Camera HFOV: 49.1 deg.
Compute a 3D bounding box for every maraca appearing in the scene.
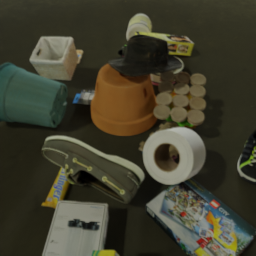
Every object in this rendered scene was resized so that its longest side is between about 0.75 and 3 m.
[{"bbox_3d":[1.732,-0.658,9.198,1.325,1.034,1.933,23,39,9],"label":"maraca"}]

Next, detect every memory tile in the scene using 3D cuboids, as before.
[{"bbox_3d":[1.659,-1.000,8.793,1.548,0.170,2.019,8,56,8],"label":"memory tile"}]

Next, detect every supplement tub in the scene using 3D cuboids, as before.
[{"bbox_3d":[0.562,-4.816,13.768,1.171,1.171,1.615,4,43,5],"label":"supplement tub"}]

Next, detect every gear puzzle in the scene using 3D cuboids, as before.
[{"bbox_3d":[1.419,0.323,8.916,1.228,0.310,2.371,22,43,32],"label":"gear puzzle"}]

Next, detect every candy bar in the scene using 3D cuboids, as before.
[{"bbox_3d":[-1.800,1.386,7.796,0.496,0.220,1.988,6,43,8],"label":"candy bar"}]

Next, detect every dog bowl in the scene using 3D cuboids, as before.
[{"bbox_3d":[1.394,-2.364,11.534,1.706,0.629,1.706,0,42,0],"label":"dog bowl"}]

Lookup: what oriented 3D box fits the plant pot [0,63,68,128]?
[{"bbox_3d":[-3.151,-0.935,9.201,1.951,1.992,1.992,14,44,2],"label":"plant pot"}]

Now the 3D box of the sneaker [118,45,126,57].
[{"bbox_3d":[0.082,-3.124,12.469,0.686,0.628,1.637,-31,44,-12],"label":"sneaker"}]

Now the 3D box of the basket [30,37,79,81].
[{"bbox_3d":[-2.750,-2.617,10.627,1.349,1.085,1.337,6,58,11],"label":"basket"}]

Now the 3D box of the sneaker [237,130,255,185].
[{"bbox_3d":[3.659,0.689,8.096,0.720,0.831,2.008,15,45,15],"label":"sneaker"}]

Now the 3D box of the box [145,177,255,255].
[{"bbox_3d":[1.691,2.252,6.721,1.487,0.410,2.177,-30,51,-28],"label":"box"}]

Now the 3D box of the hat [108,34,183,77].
[{"bbox_3d":[0.555,-2.407,8.767,2.388,0.963,2.388,0,32,0],"label":"hat"}]

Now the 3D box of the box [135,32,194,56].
[{"bbox_3d":[1.583,-3.814,12.705,2.563,0.642,0.964,0,36,-15],"label":"box"}]

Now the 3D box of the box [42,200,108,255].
[{"bbox_3d":[-1.149,2.687,6.087,1.243,0.641,2.131,2,43,2],"label":"box"}]

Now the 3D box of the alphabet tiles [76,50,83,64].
[{"bbox_3d":[-3.083,-3.256,12.851,1.884,0.141,1.926,2,43,3],"label":"alphabet tiles"}]

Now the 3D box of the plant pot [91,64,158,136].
[{"bbox_3d":[-0.138,-1.148,9.462,2.396,1.677,2.396,-1,42,1],"label":"plant pot"}]

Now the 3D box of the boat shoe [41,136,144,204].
[{"bbox_3d":[-1.108,1.055,7.312,2.991,1.069,0.894,18,54,18],"label":"boat shoe"}]

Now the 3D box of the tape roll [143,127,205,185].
[{"bbox_3d":[1.154,0.670,7.009,1.337,1.337,0.918,30,19,28],"label":"tape roll"}]

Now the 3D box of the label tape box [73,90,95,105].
[{"bbox_3d":[-1.625,-1.165,10.492,0.826,0.262,0.596,5,44,6],"label":"label tape box"}]

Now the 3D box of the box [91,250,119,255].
[{"bbox_3d":[-0.441,3.456,4.765,0.537,1.302,2.219,-10,39,20],"label":"box"}]
